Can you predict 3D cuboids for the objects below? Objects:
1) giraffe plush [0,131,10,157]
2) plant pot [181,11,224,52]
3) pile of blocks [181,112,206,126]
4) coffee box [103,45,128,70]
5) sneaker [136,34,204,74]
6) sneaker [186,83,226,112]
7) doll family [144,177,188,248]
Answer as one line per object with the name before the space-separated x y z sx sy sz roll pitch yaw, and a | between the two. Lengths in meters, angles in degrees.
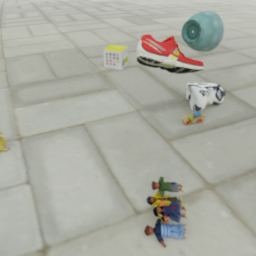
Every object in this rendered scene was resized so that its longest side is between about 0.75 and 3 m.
giraffe plush | -4.635 0.397 9.580 0.917 0.862 1.063 -26 41 -34
plant pot | 2.151 -2.933 8.554 0.822 1.227 1.227 -17 36 -39
pile of blocks | 2.678 -0.373 11.122 1.129 0.463 0.351 -14 38 -20
coffee box | -0.709 -4.099 16.198 1.106 1.096 1.108 11 35 16
sneaker | 1.479 -2.411 9.067 2.521 1.070 0.971 9 -2 -26
sneaker | 3.449 -1.375 11.975 1.640 1.006 2.520 -2 15 4
doll family | 0.929 2.101 7.183 1.035 0.703 1.791 4 36 -2
